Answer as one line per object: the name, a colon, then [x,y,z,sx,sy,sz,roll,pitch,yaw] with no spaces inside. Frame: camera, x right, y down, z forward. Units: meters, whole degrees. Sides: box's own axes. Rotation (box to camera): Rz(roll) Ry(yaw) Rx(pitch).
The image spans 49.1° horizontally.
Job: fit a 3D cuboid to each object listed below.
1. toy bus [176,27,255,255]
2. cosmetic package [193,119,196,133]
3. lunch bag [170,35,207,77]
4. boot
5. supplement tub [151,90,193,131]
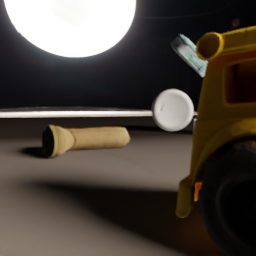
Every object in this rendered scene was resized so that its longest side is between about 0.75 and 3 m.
toy bus: [1.922,-0.250,2.168,2.759,2.649,1.872,6,6,42]
cosmetic package: [4.301,-0.076,11.880,2.682,0.693,2.022,2,8,25]
lunch bag: [2.086,-2.338,9.111,1.431,0.551,1.147,36,18,-24]
boot: [-1.020,0.264,7.394,2.268,0.750,1.986,-1,5,-22]
supplement tub: [2.113,-0.886,13.952,1.918,1.918,2.657,0,5,5]
